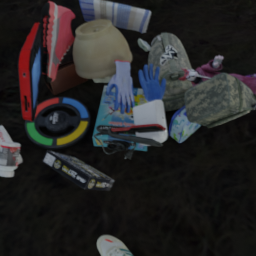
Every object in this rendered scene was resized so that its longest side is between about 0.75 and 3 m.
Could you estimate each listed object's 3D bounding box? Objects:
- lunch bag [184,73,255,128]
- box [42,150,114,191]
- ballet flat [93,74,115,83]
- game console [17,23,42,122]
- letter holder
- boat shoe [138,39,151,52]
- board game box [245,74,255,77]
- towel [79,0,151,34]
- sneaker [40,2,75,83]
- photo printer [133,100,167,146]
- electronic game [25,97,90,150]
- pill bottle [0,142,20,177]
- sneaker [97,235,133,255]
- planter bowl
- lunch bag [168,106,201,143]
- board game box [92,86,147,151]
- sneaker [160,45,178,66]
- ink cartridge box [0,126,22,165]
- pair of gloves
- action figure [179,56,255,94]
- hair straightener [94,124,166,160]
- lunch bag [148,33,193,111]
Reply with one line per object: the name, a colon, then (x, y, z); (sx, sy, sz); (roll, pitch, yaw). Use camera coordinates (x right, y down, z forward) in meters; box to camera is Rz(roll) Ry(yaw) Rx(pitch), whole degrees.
lunch bag: (2.770, -0.728, 8.360); (1.430, 1.704, 1.188); (10, 65, -35)
box: (-1.524, 1.333, 8.665); (1.824, 1.470, 0.448); (24, 89, 28)
ballet flat: (-1.004, -2.087, 11.413); (1.377, 0.494, 0.494); (3, 46, 41)
game console: (-3.217, -1.839, 9.554); (0.422, 2.719, 2.404); (8, 43, -9)
letter holder: (-3.059, -2.664, 13.519); (1.879, 1.335, 0.945); (-29, 58, -19)
boat shoe: (0.922, -4.624, 15.649); (0.364, 0.356, 1.021); (-19, 57, -29)
board game box: (5.640, -1.864, 12.933); (2.203, 1.322, 0.356); (-11, 54, -9)
towel: (-0.496, -4.261, 10.701); (2.658, 1.952, 0.316); (11, 91, -4)
sneaker: (-2.664, -3.186, 10.834); (1.291, 2.977, 1.097); (-3, 22, -35)
photo printer: (0.633, -0.101, 8.166); (0.430, 1.030, 1.239); (-2, 82, -42)
electronic game: (-3.046, -0.275, 12.193); (2.809, 0.585, 2.809); (0, 54, 0)
pill bottle: (-3.338, 0.878, 7.818); (0.514, 0.514, 0.928); (8, 90, 6)
sneaker: (-0.135, 4.094, 8.630); (0.779, 1.035, 2.213); (-37, 62, -24)
planter bowl: (-1.111, -3.094, 10.519); (2.270, 1.528, 2.270); (-10, 39, 8)
lunch bag: (2.545, -0.395, 11.699); (1.889, 1.519, 0.779); (-39, 63, -24)
board game box: (-0.171, -0.504, 12.299); (2.236, 0.695, 2.962); (5, 53, 4)
sneaker: (1.455, -2.416, 9.744); (0.514, 0.790, 0.315); (42, 36, 23)
ink cartridge box: (-5.546, 1.103, 10.956); (2.179, 0.902, 1.596); (-30, 59, -20)
pair of gloves: (0.344, -1.404, 9.862); (2.475, 0.282, 1.990); (4, 77, -30)
action figure: (3.246, -1.674, 10.047); (2.967, 1.988, 2.210); (20, 29, -1)
hair straightener: (-0.097, 0.371, 7.512); (2.348, 0.481, 0.904); (0, 71, 38)
lunch bag: (1.928, -2.564, 12.637); (1.993, 2.399, 2.861); (-10, 52, 5)
